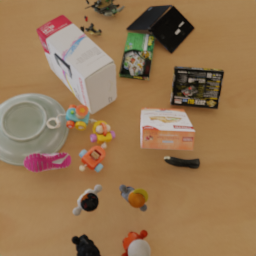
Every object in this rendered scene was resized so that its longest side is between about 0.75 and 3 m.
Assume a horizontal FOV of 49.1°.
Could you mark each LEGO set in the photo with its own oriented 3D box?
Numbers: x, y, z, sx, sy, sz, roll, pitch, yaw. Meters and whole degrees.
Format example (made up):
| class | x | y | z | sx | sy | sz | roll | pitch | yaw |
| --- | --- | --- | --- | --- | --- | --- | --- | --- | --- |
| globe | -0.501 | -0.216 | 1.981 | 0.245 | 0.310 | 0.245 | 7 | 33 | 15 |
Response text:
| class | x | y | z | sx | sy | sz | roll | pitch | yaw |
| --- | --- | --- | --- | --- | --- | --- | --- | --- | --- |
| LEGO set | -1.106 | -4.824 | 11.697 | 1.670 | 0.729 | 2.571 | 33 | 79 | 19 |

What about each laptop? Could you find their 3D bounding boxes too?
| class | x | y | z | sx | sy | sz | roll | pitch | yaw |
| --- | --- | --- | --- | --- | --- | --- | --- | --- | --- |
| laptop | 1.319 | -4.066 | 11.463 | 2.039 | 1.053 | 1.807 | 43 | 67 | -7 |

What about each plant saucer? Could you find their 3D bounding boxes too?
| class | x | y | z | sx | sy | sz | roll | pitch | yaw |
| --- | --- | --- | --- | --- | --- | --- | --- | --- | --- |
| plant saucer | -3.195 | -0.108 | 8.806 | 2.589 | 0.650 | 2.589 | 2 | 64 | -5 |

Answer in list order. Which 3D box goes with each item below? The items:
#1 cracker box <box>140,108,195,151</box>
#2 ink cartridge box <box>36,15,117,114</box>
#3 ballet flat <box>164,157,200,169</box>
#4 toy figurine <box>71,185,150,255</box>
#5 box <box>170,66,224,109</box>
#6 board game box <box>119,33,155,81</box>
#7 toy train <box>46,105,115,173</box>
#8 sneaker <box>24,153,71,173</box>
| class | x | y | z | sx | sy | sz | roll | pitch | yaw |
| --- | --- | --- | --- | --- | --- | --- | --- | --- | --- |
| cracker box | 1.071 | -0.034 | 8.250 | 1.394 | 0.600 | 2.081 | 2 | 21 | 1 |
| ink cartridge box | -1.647 | -2.066 | 9.259 | 1.151 | 1.984 | 2.689 | -35 | 66 | -18 |
| ballet flat | 1.620 | 1.006 | 8.460 | 1.116 | 0.371 | 0.317 | 10 | 63 | -6 |
| toy figurine | -0.403 | 2.323 | 6.798 | 1.885 | 1.311 | 1.856 | 3 | 83 | -11 |
| box | 2.252 | -1.334 | 9.275 | 1.603 | 1.280 | 0.395 | 5 | 22 | 6 |
| board game box | 0.376 | -2.756 | 10.656 | 1.134 | 0.254 | 2.165 | 7 | 61 | 7 |
| toy train | -1.295 | 0.161 | 8.462 | 2.246 | 0.625 | 1.687 | 44 | 54 | 8 |
| sneaker | -2.302 | 1.007 | 8.115 | 1.356 | 0.598 | 0.551 | -1 | 81 | -3 |
